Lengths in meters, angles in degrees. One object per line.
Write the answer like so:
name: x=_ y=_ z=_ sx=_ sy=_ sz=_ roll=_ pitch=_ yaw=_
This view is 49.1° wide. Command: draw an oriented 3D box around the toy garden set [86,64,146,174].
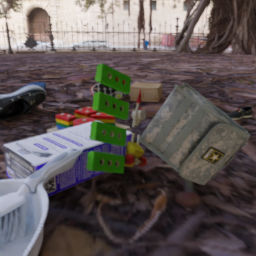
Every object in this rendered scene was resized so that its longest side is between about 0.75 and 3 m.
toy garden set: x=-0.181 y=-0.068 z=5.357 sx=0.367 sy=1.837 sz=1.531 roll=-2 pitch=-12 yaw=39

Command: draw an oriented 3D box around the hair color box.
hair color box: x=-1.111 y=0.517 z=5.614 sx=1.233 sy=0.731 sz=2.256 roll=18 pitch=24 yaw=42

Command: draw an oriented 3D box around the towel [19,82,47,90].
towel: x=-4.641 y=-1.949 z=13.680 sx=0.924 sy=0.402 sz=1.655 roll=-1 pitch=18 yaw=-1

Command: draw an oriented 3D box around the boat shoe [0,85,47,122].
boat shoe: x=-3.677 y=-0.785 z=9.588 sx=0.756 sy=0.917 sz=2.671 roll=28 pitch=29 yaw=17

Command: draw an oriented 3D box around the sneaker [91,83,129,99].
sneaker: x=-0.857 y=-1.531 z=12.129 sx=2.018 sy=0.777 sz=0.857 roll=-5 pitch=8 yaw=-45

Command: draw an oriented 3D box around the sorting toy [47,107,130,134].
sorting toy: x=-1.088 y=-0.109 z=7.656 sx=1.636 sy=0.573 sz=1.646 roll=14 pitch=23 yaw=40

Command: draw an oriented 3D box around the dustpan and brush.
dustpan and brush: x=-1.570 y=1.053 z=3.794 sx=1.979 sy=0.811 sz=2.836 roll=11 pitch=21 yaw=30

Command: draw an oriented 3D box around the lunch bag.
lunch bag: x=1.160 y=0.156 z=4.913 sx=1.507 sy=1.236 sz=0.886 roll=38 pitch=23 yaw=10

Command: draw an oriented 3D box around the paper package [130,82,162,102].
paper package: x=0.795 y=-1.548 z=12.065 sx=1.244 sy=0.644 sz=1.186 roll=4 pitch=18 yaw=14

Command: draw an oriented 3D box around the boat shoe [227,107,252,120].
boat shoe: x=3.691 y=-0.496 z=9.338 sx=1.129 sy=0.354 sz=0.413 roll=-11 pitch=21 yaw=-26
